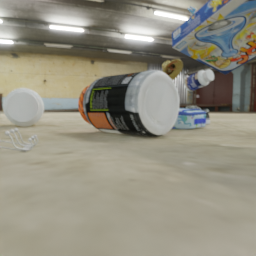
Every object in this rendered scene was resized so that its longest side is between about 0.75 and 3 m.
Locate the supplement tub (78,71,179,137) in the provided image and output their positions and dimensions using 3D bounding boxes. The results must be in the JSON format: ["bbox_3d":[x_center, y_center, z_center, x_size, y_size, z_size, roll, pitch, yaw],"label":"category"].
[{"bbox_3d":[-0.111,-0.681,8.101,1.737,1.737,2.834,-4,6,-43],"label":"supplement tub"}]

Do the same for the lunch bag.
[{"bbox_3d":[2.090,-0.354,10.731,1.509,0.774,1.878,6,8,36],"label":"lunch bag"}]

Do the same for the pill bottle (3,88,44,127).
[{"bbox_3d":[-4.459,-0.872,12.051,1.600,1.600,2.838,-1,4,-18],"label":"pill bottle"}]

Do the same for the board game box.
[{"bbox_3d":[2.444,-2.168,5.700,1.805,0.459,2.666,16,-27,-29],"label":"board game box"}]

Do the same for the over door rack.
[{"bbox_3d":[-2.224,0.213,4.983,1.109,0.369,0.819,-1,3,-11],"label":"over door rack"}]

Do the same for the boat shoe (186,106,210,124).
[{"bbox_3d":[3.018,-0.569,12.806,2.585,0.883,0.954,-4,5,-44],"label":"boat shoe"}]

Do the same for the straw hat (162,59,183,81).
[{"bbox_3d":[1.768,-2.627,12.254,1.261,1.261,0.534,-4,45,-44],"label":"straw hat"}]

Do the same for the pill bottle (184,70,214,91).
[{"bbox_3d":[2.830,-1.912,11.172,0.620,0.620,1.118,-3,-10,-36],"label":"pill bottle"}]

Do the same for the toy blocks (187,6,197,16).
[{"bbox_3d":[2.675,-4.209,10.203,0.911,0.331,0.759,21,-11,-28],"label":"toy blocks"}]
